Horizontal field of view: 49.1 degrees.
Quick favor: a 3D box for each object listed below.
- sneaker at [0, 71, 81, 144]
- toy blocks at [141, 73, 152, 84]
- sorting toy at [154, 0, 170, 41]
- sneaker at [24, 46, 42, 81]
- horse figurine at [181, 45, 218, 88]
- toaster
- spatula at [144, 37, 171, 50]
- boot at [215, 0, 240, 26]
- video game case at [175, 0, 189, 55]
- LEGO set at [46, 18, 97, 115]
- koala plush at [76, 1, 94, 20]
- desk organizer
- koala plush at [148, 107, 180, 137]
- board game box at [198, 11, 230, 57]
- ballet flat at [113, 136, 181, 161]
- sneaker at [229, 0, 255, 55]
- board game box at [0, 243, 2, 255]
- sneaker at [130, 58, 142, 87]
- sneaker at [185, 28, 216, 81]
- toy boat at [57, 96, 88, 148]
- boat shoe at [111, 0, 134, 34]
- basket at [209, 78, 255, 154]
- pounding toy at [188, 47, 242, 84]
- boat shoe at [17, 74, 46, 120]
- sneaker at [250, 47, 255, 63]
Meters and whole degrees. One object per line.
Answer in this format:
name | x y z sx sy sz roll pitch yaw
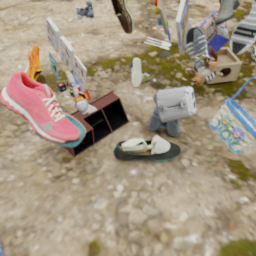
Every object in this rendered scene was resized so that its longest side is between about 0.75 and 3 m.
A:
sneaker | -1.973 -0.477 6.504 2.200 0.954 0.811 36 27 2
toy blocks | 0.653 -2.474 13.697 0.844 0.422 0.577 -22 39 -21
sorting toy | 1.259 -4.602 11.112 0.337 2.472 1.392 -10 55 16
sneaker | -2.655 -1.767 8.011 0.471 0.446 1.221 4 77 2
horse figurine | 2.487 -1.960 9.354 1.029 1.552 0.387 14 41 -31
toaster | 1.522 -0.776 8.893 1.126 0.991 1.743 -8 8 18
spatula | 1.395 -3.979 13.204 1.220 0.098 0.849 16 42 6
boot | 3.546 -4.847 10.608 0.683 1.317 2.017 -9 36 44
video game case | 2.105 -3.946 10.693 0.174 1.994 1.425 10 73 17
LEGO set | -1.791 -1.734 8.949 0.710 2.893 2.161 -29 71 -24
koala plush | -1.983 -5.272 12.760 0.792 0.727 0.702 -11 88 -3
desk organizer | -1.342 -0.196 11.000 2.911 1.044 1.121 -34 57 -28
koala plush | 1.642 -0.654 11.378 1.319 1.367 1.488 15 36 13
board game box | 3.575 -3.972 11.924 0.684 1.126 1.413 15 56 -22
ballet flat | 0.726 0.756 10.176 2.526 0.864 0.859 -5 48 -5
sneaker | 4.764 -3.860 10.426 0.978 2.602 1.054 37 12 34
board game box | -4.147 3.815 7.520 1.444 0.403 1.413 -19 48 -18
sneaker | 0.240 -1.883 9.645 0.366 0.978 0.413 3 3 -23
sneaker | 2.727 -2.823 11.047 0.786 2.096 1.210 -20 8 6
toy boat | -1.620 -0.171 7.688 1.292 1.537 0.714 28 12 -29
boat shoe | -0.277 -4.050 9.909 0.598 1.620 0.599 12 45 41
basket | 3.176 -0.208 7.310 1.220 1.755 1.547 10 39 -56
pounding toy | 3.960 -2.710 13.359 2.453 1.122 2.155 -8 46 -8
boat shoe | -2.973 -0.971 8.530 0.469 0.549 1.497 8 71 31
sneaker | 6.930 -3.875 15.068 0.495 0.479 1.188 9 53 -13
